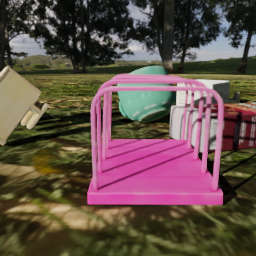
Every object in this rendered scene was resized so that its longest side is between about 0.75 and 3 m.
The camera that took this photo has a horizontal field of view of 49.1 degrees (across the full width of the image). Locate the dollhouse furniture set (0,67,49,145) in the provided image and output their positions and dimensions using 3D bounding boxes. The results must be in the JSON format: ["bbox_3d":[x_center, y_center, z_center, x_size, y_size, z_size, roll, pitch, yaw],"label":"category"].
[{"bbox_3d":[-3.588,-0.673,7.724,2.298,1.628,2.501,41,-15,-30],"label":"dollhouse furniture set"}]

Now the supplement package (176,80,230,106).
[{"bbox_3d":[3.445,-1.553,12.816,1.650,1.174,2.118,11,17,37],"label":"supplement package"}]

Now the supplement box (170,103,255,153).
[{"bbox_3d":[2.765,-0.096,7.310,2.938,0.895,1.599,-3,14,-18],"label":"supplement box"}]

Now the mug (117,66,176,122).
[{"bbox_3d":[0.664,-0.958,9.574,1.830,1.377,2.227,-17,-14,-6],"label":"mug"}]

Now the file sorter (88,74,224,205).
[{"bbox_3d":[0.414,-0.054,5.226,1.969,1.777,2.834,1,13,1],"label":"file sorter"}]

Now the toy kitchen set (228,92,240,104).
[{"bbox_3d":[4.899,-1.461,13.730,0.791,0.582,0.987,12,17,40],"label":"toy kitchen set"}]
